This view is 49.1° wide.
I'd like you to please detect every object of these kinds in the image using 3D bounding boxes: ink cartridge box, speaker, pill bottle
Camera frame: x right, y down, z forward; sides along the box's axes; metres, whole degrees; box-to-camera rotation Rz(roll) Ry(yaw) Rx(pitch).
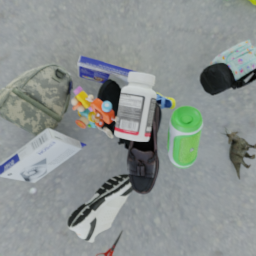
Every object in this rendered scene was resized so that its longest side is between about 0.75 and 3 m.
[{"bbox_3d":[-2.568,0.996,8.856,2.103,2.108,0.428,-35,64,12],"label":"ink cartridge box"},{"bbox_3d":[-0.604,-1.806,9.210,2.083,2.108,0.495,15,84,-9],"label":"ink cartridge box"},{"bbox_3d":[1.702,0.351,8.500,0.970,2.194,0.970,-3,52,4],"label":"speaker"},{"bbox_3d":[0.220,-0.538,7.135,0.919,0.919,1.660,10,95,1],"label":"pill bottle"}]

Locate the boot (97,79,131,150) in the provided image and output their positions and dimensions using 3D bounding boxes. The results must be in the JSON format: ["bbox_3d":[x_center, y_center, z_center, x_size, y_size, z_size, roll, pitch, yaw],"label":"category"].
[{"bbox_3d":[-0.003,-0.241,9.134,1.984,2.422,0.896,32,55,23],"label":"boot"}]

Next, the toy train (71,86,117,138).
[{"bbox_3d":[-1.062,-0.288,8.440,1.723,2.294,0.638,41,70,12],"label":"toy train"}]

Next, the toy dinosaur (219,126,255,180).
[{"bbox_3d":[3.938,0.856,9.917,0.752,1.000,1.955,-24,115,-23],"label":"toy dinosaur"}]

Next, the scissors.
[{"bbox_3d":[-0.432,3.558,8.137,0.487,0.093,1.331,43,43,17],"label":"scissors"}]

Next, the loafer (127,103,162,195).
[{"bbox_3d":[0.405,0.498,7.892,0.977,0.856,2.718,5,81,15],"label":"loafer"}]

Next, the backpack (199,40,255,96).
[{"bbox_3d":[3.206,-1.839,8.507,1.798,1.500,1.138,-32,102,-17],"label":"backpack"}]

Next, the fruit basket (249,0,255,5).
[{"bbox_3d":[4.486,-5.497,10.257,2.083,1.503,2.083,-3,70,10],"label":"fruit basket"}]

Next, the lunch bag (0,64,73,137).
[{"bbox_3d":[-3.006,-0.993,9.115,1.824,2.618,2.196,34,79,-30],"label":"lunch bag"}]

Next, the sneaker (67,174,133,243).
[{"bbox_3d":[-0.647,2.418,8.639,2.488,0.917,0.995,-38,114,-18],"label":"sneaker"}]

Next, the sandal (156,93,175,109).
[{"bbox_3d":[0.941,-0.864,9.002,1.137,0.495,0.452,16,112,41],"label":"sandal"}]
